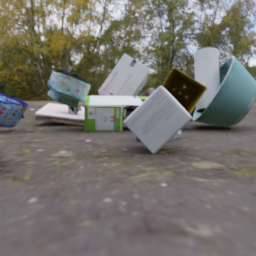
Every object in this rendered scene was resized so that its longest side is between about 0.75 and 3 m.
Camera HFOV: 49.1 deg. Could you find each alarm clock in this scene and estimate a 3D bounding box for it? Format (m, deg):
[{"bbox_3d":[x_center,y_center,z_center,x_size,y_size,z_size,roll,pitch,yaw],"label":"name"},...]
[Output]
[{"bbox_3d":[0.952,-1.407,14.266,2.690,0.895,1.814,-34,-3,-15],"label":"alarm clock"}]

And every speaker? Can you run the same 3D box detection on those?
[{"bbox_3d":[3.389,-1.965,11.948,1.091,2.686,1.091,1,-12,0],"label":"speaker"}]

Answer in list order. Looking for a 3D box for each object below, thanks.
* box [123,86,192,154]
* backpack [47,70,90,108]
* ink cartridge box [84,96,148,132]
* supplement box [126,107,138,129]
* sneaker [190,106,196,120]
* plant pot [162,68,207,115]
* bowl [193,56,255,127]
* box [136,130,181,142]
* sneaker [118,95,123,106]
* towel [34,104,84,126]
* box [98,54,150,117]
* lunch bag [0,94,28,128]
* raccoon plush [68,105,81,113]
[{"bbox_3d":[0.755,-0.234,7.007,1.259,1.084,1.265,-44,-2,11],"label":"box"},{"bbox_3d":[-2.253,-1.488,10.619,1.475,1.286,1.678,21,-3,-28],"label":"backpack"},{"bbox_3d":[-0.333,-0.622,11.259,2.787,1.056,2.060,0,16,-7],"label":"ink cartridge box"},{"bbox_3d":[1.067,-0.537,11.550,1.340,0.749,2.461,6,17,29],"label":"supplement box"},{"bbox_3d":[2.718,-0.679,14.521,2.305,0.826,0.954,3,-30,-4],"label":"sneaker"},{"bbox_3d":[2.018,-1.327,10.948,1.467,1.468,1.294,33,13,5],"label":"plant pot"},{"bbox_3d":[4.071,-1.209,11.433,1.564,2.990,2.990,30,9,1],"label":"bowl"},{"bbox_3d":[0.986,-0.058,8.663,0.940,0.816,1.423,6,10,31],"label":"box"},{"bbox_3d":[-0.975,-1.300,13.366,0.838,1.236,2.139,49,4,23],"label":"sneaker"},{"bbox_3d":[-2.929,-0.645,13.324,2.398,0.405,2.511,7,16,-2],"label":"towel"},{"bbox_3d":[-0.249,-2.289,15.712,1.687,2.567,2.581,33,-7,3],"label":"box"},{"bbox_3d":[-4.426,-0.552,10.337,0.686,1.099,1.459,43,14,31],"label":"lunch bag"},{"bbox_3d":[-2.421,-1.415,12.746,1.043,1.557,0.753,29,-2,-18],"label":"raccoon plush"}]
